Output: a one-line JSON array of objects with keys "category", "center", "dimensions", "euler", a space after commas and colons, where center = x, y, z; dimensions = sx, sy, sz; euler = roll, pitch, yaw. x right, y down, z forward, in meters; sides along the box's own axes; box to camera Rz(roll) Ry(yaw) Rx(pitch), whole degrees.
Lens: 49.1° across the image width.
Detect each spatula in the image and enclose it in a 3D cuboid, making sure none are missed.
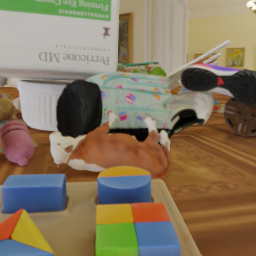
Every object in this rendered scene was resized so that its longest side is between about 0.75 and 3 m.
[{"category": "spatula", "center": [2.021, -1.795, 8.840], "dimensions": [2.565, 0.206, 1.783], "euler": [-29, -14, -7]}]

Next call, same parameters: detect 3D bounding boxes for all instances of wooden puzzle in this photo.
[{"category": "wooden puzzle", "center": [-0.436, 0.767, 2.398], "dimensions": [1.894, 0.473, 2.045], "euler": [-2, 11, -6]}]

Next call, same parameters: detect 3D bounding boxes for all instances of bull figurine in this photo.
[{"category": "bull figurine", "center": [-0.216, 0.275, 4.081], "dimensions": [1.777, 0.579, 1.079], "euler": [14, 47, 12]}]

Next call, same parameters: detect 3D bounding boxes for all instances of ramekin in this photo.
[{"category": "ramekin", "center": [-1.871, -0.672, 7.827], "dimensions": [2.274, 1.193, 2.274], "euler": [4, 12, -1]}]

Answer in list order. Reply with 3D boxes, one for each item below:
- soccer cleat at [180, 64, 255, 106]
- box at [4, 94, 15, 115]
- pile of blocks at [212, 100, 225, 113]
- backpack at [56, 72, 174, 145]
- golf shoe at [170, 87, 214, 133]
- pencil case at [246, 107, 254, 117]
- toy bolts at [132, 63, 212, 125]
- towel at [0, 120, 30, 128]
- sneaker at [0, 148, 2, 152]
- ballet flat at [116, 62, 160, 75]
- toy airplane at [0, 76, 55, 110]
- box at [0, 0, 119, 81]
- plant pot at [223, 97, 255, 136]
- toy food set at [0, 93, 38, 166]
[{"category": "soccer cleat", "center": [2.297, -1.050, 6.208], "dimensions": [2.179, 0.743, 0.797], "euler": [16, 34, 29]}, {"category": "box", "center": [-4.145, -0.563, 8.149], "dimensions": [0.772, 0.708, 2.203], "euler": [-15, 7, 2]}, {"category": "pile of blocks", "center": [3.169, -0.865, 10.833], "dimensions": [1.458, 0.599, 0.453], "euler": [-2, 11, -11]}, {"category": "backpack", "center": [-0.120, -0.375, 5.804], "dimensions": [2.355, 1.491, 1.965], "euler": [-2, 7, -30]}, {"category": "golf shoe", "center": [0.967, -0.367, 7.298], "dimensions": [2.459, 0.963, 1.196], "euler": [-14, 39, 33]}, {"category": "pencil case", "center": [4.704, -0.746, 8.443], "dimensions": [2.883, 1.252, 1.125], "euler": [-10, 55, -35]}, {"category": "toy bolts", "center": [1.441, -0.696, 9.007], "dimensions": [2.603, 1.805, 2.486], "euler": [-5, -34, 31]}, {"category": "towel", "center": [-3.354, -0.127, 8.071], "dimensions": [1.431, 0.155, 1.050], "euler": [3, 12, 18]}, {"category": "sneaker", "center": [-1.498, 0.193, 2.879], "dimensions": [0.372, 0.934, 0.362], "euler": [7, 24, -32]}, {"category": "ballet flat", "center": [-0.096, -1.993, 10.539], "dimensions": [2.951, 0.943, 1.116], "euler": [7, 17, 35]}, {"category": "toy airplane", "center": [-3.667, -1.778, 10.120], "dimensions": [2.357, 2.346, 1.663], "euler": [-31, -16, 1]}, {"category": "box", "center": [-1.843, -2.418, 6.840], "dimensions": [2.787, 2.399, 2.800], "euler": [0, 7, -15]}, {"category": "plant pot", "center": [3.129, -0.469, 6.903], "dimensions": [1.404, 1.404, 1.390], "euler": [10, 21, 42]}, {"category": "toy food set", "center": [-2.233, -0.102, 4.191], "dimensions": [0.457, 1.843, 2.899], "euler": [-38, 1, 8]}]
